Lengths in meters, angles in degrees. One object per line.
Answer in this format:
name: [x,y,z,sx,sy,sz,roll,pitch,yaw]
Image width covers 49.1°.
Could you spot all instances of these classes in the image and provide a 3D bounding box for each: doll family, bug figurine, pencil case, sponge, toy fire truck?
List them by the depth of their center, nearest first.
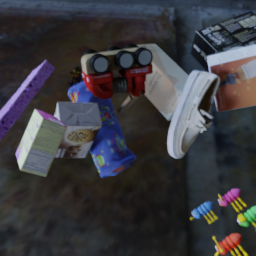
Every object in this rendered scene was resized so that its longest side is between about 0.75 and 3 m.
bug figurine: [2.298,2.105,6.582,1.458,0.484,1.881,-37,20,1]
toy fire truck: [-0.295,-1.150,7.632,1.777,2.018,1.299,-14,27,-19]
pencil case: [-0.771,-0.035,8.384,1.294,1.162,2.979,-7,69,-48]
sponge: [-3.409,-0.744,8.597,0.422,1.578,2.829,41,69,-25]
doll family: [-1.841,-1.760,9.827,0.497,0.338,0.860,14,71,-37]

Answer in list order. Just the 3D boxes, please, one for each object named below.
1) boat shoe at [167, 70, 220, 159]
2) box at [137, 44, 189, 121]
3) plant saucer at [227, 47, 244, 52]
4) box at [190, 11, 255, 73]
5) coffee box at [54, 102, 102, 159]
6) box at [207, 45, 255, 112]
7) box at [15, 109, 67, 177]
boat shoe: [1.911,-0.304,7.908,0.912,0.926,2.612,21,92,41]
box: [1.139,-1.592,9.493,1.011,1.235,2.601,-16,55,-38]
plant saucer: [3.510,-2.062,9.019,1.146,1.146,0.288,9,30,6]
box: [4.197,-3.045,10.753,2.708,1.166,2.218,-25,60,-15]
coffee box: [-1.427,0.117,7.189,0.997,1.764,0.704,0,59,-25]
box: [3.571,-1.541,8.470,2.040,1.553,1.085,-11,26,17]
box: [-1.613,0.252,5.135,0.856,0.470,0.973,27,93,60]
